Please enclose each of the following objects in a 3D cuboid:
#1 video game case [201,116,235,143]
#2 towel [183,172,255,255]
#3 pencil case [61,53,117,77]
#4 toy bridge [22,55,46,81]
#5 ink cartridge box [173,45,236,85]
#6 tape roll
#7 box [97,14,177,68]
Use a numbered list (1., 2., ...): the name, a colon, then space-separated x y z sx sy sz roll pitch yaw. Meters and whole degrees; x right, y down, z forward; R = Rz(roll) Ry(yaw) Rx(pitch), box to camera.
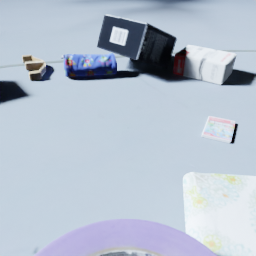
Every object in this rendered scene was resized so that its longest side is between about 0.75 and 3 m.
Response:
1. video game case: 2.537 0.024 7.816 0.759 0.093 1.061 14 36 20
2. towel: 2.248 1.692 4.878 2.477 0.596 2.120 4 31 5
3. pencil case: -1.478 -2.474 10.885 2.098 0.819 0.911 -4 71 -8
4. toy bridge: -3.815 -2.566 11.533 0.791 0.320 2.352 -11 35 -21
5. ink cartridge box: 2.991 -2.516 10.975 2.000 0.838 1.443 19 38 27
6. tape roll: -0.031 2.515 3.037 2.843 1.208 2.843 -1 33 0
7. box: 0.354 -3.464 11.291 2.222 1.377 2.184 27 19 35
